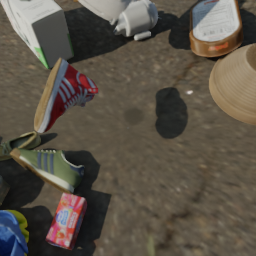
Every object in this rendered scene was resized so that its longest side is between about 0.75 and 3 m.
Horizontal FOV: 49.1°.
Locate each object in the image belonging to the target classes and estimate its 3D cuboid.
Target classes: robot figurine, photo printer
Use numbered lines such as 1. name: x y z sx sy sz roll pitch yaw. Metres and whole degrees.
1. robot figurine: 0.254 -3.526 8.988 1.636 0.924 1.388 -23 100 -14
2. photo printer: -0.510 -4.253 6.620 1.004 2.406 2.892 11 68 55

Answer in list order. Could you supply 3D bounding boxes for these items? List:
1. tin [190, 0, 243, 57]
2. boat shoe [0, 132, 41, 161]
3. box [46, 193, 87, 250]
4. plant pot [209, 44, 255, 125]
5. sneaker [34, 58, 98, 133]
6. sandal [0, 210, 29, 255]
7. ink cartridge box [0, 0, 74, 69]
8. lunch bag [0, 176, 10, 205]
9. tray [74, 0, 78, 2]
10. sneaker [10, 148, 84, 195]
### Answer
1. tin: 2.690 -3.225 8.660 1.532 0.573 2.736 -4 48 17
2. boat shoe: -2.788 0.424 6.929 1.195 0.376 0.436 -20 61 -11
3. box: -1.278 1.970 5.927 0.509 0.487 1.021 13 60 8
4. plant pot: 3.612 -1.426 7.591 2.556 1.180 2.556 0 60 0
5. sneaker: -1.130 -0.503 5.376 0.970 0.615 1.725 29 48 -27
6. sandal: -2.182 2.747 5.035 1.151 1.260 2.895 -25 64 -17
7. ink cartridge box: -2.773 -3.197 8.339 0.995 1.728 2.368 -34 64 -17
8. lunch bag: -3.064 1.385 6.001 0.573 0.974 0.799 14 59 9
9. tray: -1.228 -5.069 10.305 1.615 0.299 0.797 -8 60 -4
10. sneaker: -1.824 0.816 6.593 1.757 0.589 0.789 30 63 11
